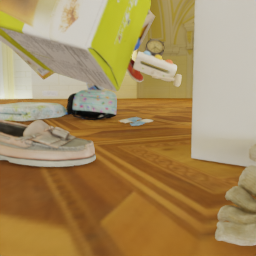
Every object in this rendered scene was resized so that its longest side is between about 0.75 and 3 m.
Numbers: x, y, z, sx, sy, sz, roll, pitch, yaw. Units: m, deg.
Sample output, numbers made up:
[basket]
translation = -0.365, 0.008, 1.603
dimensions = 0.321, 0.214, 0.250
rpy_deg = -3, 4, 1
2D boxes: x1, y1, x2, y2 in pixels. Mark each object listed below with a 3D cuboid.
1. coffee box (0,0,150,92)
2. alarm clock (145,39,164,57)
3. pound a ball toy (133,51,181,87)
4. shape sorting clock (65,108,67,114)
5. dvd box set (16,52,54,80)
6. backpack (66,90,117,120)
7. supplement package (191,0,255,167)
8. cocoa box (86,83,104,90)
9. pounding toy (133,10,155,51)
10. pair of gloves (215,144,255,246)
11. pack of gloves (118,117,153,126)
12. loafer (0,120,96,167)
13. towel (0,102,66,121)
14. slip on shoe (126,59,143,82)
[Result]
[coffee box]
translation = -1.175, -2.670, 6.267
dimensions = 2.578, 2.603, 2.607
rpy_deg = 18, -6, 12
[alarm clock]
translation = 1.128, -3.334, 12.103
dimensions = 0.798, 1.182, 0.394
rpy_deg = 15, -29, 2
[pound a ball toy]
translation = 1.054, -2.082, 9.574
dimensions = 1.665, 0.707, 1.085
rpy_deg = 19, 20, -2
[shape sorting clock]
translation = -3.818, -0.904, 13.725
dimensions = 2.283, 0.448, 2.283
rpy_deg = 0, 8, 0
[dvd box set]
translation = -3.111, -2.872, 9.616
dimensions = 1.636, 2.235, 0.329
rpy_deg = -25, 37, 26
[backpack]
translation = -1.360, -0.930, 11.209
dimensions = 1.835, 1.161, 1.531
rpy_deg = 4, 6, 13
[supplement package]
translation = 2.160, -0.718, 4.316
dimensions = 1.943, 2.495, 1.383
rpy_deg = 6, 9, 38
[cocoa box]
translation = -1.430, -1.950, 11.676
dimensions = 0.536, 0.818, 0.545
rpy_deg = -22, -22, 13
[pounding toy]
translation = -0.487, -3.212, 10.190
dimensions = 2.748, 2.122, 2.985
rpy_deg = -41, 2, -11
[pair of gloves]
translation = 1.991, 0.608, 2.313
dimensions = 2.065, 0.426, 2.429
rpy_deg = 9, 13, 31
[pack of gloves]
translation = 0.258, -0.165, 9.453
dimensions = 0.777, 0.182, 0.924
rpy_deg = 17, 22, 41
[loafer]
translation = -1.622, 0.172, 4.436
dimensions = 2.262, 0.711, 0.813
rpy_deg = 2, 8, 14
[towel]
translation = -4.183, -0.654, 11.383
dimensions = 2.539, 0.611, 2.173
rpy_deg = 3, 11, 24
[slip on shoe]
translation = 0.252, -2.659, 12.633
dimensions = 0.449, 1.466, 0.543
rpy_deg = -12, 40, 40
